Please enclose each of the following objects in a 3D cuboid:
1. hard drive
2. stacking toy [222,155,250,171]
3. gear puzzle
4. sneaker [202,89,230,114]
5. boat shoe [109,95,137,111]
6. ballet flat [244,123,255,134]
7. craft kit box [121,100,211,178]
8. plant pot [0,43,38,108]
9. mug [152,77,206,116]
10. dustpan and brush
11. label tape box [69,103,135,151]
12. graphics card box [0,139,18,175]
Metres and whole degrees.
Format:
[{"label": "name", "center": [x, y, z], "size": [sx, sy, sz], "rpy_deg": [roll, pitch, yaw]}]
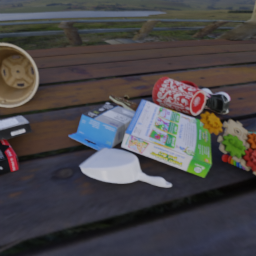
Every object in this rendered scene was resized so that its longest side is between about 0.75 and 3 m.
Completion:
[{"label": "hard drive", "center": [-4.039, 0.024, 9.175], "size": [1.415, 0.383, 2.025], "rpy_deg": [-18, 15, -23]}, {"label": "stacking toy", "center": [3.191, 0.978, 8.296], "size": [0.841, 0.359, 0.359], "rpy_deg": [18, 32, 38]}, {"label": "gear puzzle", "center": [3.201, 0.383, 7.628], "size": [2.843, 0.372, 1.473], "rpy_deg": [35, 49, 1]}, {"label": "sneaker", "center": [3.296, -1.078, 11.744], "size": [0.968, 0.900, 2.241], "rpy_deg": [-7, 15, -17]}, {"label": "boat shoe", "center": [-0.176, -1.123, 11.866], "size": [1.482, 0.548, 0.547], "rpy_deg": [35, 6, 33]}, {"label": "ballet flat", "center": [5.202, -0.045, 9.437], "size": [2.356, 0.861, 0.861], "rpy_deg": [10, 29, 29]}, {"label": "craft kit box", "center": [1.314, 0.196, 8.837], "size": [2.533, 0.622, 2.565], "rpy_deg": [18, 30, 6]}, {"label": "plant pot", "center": [-5.365, -2.498, 12.975], "size": [2.694, 2.694, 2.466], "rpy_deg": [-4, 16, -8]}, {"label": "mug", "center": [2.216, -1.436, 11.538], "size": [1.908, 1.273, 1.694], "rpy_deg": [27, 78, 43]}, {"label": "dustpan and brush", "center": [0.049, 1.189, 7.712], "size": [2.327, 0.666, 1.624], "rpy_deg": [4, 17, 21]}, {"label": "label tape box", "center": [-0.783, -0.092, 9.818], "size": [1.551, 0.716, 2.165], "rpy_deg": [21, 30, 28]}, {"label": "graphics card box", "center": [-4.357, 1.031, 7.951], "size": [2.088, 0.531, 1.310], "rpy_deg": [-17, 31, -31]}]
